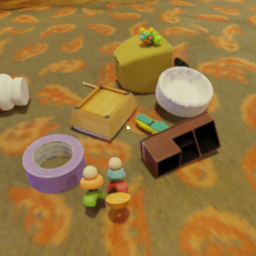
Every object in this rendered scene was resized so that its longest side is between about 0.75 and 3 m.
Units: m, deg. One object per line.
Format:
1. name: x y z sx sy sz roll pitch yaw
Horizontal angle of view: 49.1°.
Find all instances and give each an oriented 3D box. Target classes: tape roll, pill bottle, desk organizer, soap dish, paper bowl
1. tape roll: -2.142 1.024 8.258 1.724 0.733 1.724 -1 41 1
2. pill bottle: -5.106 -1.308 10.478 2.430 1.363 1.363 -3 41 -3
3. desk organizer: 1.663 0.492 8.586 2.450 0.878 0.943 -23 48 -15
4. soap dish: -0.861 -0.654 10.085 1.699 0.877 2.159 18 44 19
5. paper bowl: 2.025 -1.234 10.454 2.010 1.045 2.010 5 52 -6

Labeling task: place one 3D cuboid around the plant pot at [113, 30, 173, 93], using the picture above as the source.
1. plant pot: 0.509 -2.620 11.643 2.036 1.977 1.990 -15 43 -9

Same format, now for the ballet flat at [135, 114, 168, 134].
1. ballet flat: 0.837 -0.019 9.596 0.492 0.494 1.473 -33 42 -29

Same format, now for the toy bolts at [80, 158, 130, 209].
1. toy bolts: -0.430 1.357 7.256 1.299 0.943 1.360 1 13 31

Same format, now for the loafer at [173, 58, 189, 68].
1. loafer: 2.500 -3.016 13.193 0.371 0.358 1.056 27 15 -38

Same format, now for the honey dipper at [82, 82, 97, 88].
1. honey dipper: -1.434 -1.734 11.872 1.261 0.240 0.240 18 44 25

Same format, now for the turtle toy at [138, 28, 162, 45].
1. turtle toy: 0.831 -3.430 10.673 0.930 0.678 0.470 7 77 18
